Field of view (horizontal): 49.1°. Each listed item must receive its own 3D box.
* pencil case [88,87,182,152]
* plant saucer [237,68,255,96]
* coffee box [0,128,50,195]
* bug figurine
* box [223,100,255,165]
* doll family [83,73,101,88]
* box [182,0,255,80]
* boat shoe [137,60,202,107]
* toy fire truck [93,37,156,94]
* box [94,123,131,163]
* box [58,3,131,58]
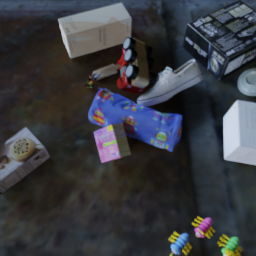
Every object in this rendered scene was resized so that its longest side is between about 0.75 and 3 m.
[{"bbox_3d":[0.244,-0.280,8.814,2.979,1.162,1.294,20,30,13],"label":"pencil case"},{"bbox_3d":[4.465,-1.684,9.909,1.146,0.288,1.146,-11,63,22],"label":"plant saucer"},{"bbox_3d":[-3.391,0.966,8.300,1.764,0.704,0.997,-39,67,-21],"label":"coffee box"},{"bbox_3d":[2.039,3.113,7.117,1.881,0.484,1.458,34,65,20],"label":"bug figurine"},{"bbox_3d":[4.037,0.242,8.372,2.040,1.085,1.553,10,62,-1],"label":"box"},{"bbox_3d":[-1.294,-1.670,9.922,0.338,0.860,0.497,40,46,-3],"label":"doll family"},{"bbox_3d":[3.875,-3.405,10.706,2.708,1.166,2.218,-30,63,-17],"label":"box"},{"bbox_3d":[1.353,-1.580,9.528,2.612,0.912,0.926,-27,19,-14],"label":"boat shoe"},{"bbox_3d":[-0.204,-1.948,9.849,1.299,2.018,1.777,13,59,-32],"label":"toy fire truck"},{"bbox_3d":[-0.482,0.457,8.297,0.470,0.856,0.973,-7,80,-46],"label":"box"},{"bbox_3d":[-1.243,-3.798,10.930,2.601,1.235,1.011,-20,63,-11],"label":"box"}]
